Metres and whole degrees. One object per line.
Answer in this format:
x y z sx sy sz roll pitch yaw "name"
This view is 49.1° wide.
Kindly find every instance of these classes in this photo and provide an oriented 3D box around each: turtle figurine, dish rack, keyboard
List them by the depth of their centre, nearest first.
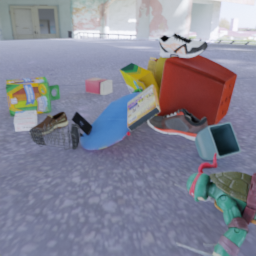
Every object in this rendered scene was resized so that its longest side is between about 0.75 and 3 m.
1.909 1.432 4.616 2.762 1.391 2.068 17 27 23 "turtle figurine"
-2.044 0.231 7.847 1.340 1.027 0.365 6 58 -4 "dish rack"
-1.471 -0.054 8.688 0.870 0.553 0.090 42 17 28 "keyboard"

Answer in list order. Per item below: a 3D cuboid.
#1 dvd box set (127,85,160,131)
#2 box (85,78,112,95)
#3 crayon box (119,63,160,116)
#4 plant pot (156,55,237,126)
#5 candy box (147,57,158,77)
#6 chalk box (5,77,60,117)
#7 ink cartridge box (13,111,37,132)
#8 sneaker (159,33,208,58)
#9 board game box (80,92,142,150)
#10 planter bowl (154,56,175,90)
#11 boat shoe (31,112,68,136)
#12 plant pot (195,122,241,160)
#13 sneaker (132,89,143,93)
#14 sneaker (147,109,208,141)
0.398 -0.581 7.739 0.975 0.196 1.332 -35 27 21 "dvd box set"
-1.463 -2.091 14.040 1.182 0.644 0.756 13 25 28 "box"
0.653 -1.545 11.271 0.671 1.678 2.643 -31 29 -6 "crayon box"
2.569 -1.276 10.115 2.042 2.315 2.317 20 29 27 "plant pot"
1.060 -2.384 13.286 0.489 1.730 1.009 14 24 3 "candy box"
-3.780 -1.318 11.329 2.023 1.263 1.254 -9 24 -18 "chalk box"
-3.543 -0.213 9.713 0.714 0.421 1.240 -5 22 -16 "ink cartridge box"
1.775 -2.802 9.468 1.862 0.745 0.687 10 41 40 "sneaker"
-0.269 -0.098 8.606 2.015 0.497 2.551 3 47 49 "board game box"
1.799 -2.293 11.749 1.135 2.726 2.726 11 24 22 "planter bowl"
-2.698 -0.186 9.463 0.564 0.565 1.528 13 26 29 "boat shoe"
2.297 0.426 7.518 0.849 0.847 0.865 -10 -13 -29 "plant pot"
-0.081 -0.683 9.880 0.734 0.802 1.882 20 57 32 "sneaker"
1.647 -0.264 9.218 2.181 0.893 0.840 14 26 31 "sneaker"
